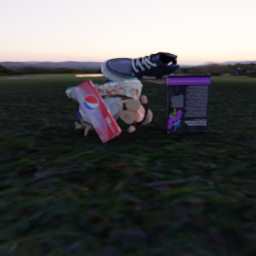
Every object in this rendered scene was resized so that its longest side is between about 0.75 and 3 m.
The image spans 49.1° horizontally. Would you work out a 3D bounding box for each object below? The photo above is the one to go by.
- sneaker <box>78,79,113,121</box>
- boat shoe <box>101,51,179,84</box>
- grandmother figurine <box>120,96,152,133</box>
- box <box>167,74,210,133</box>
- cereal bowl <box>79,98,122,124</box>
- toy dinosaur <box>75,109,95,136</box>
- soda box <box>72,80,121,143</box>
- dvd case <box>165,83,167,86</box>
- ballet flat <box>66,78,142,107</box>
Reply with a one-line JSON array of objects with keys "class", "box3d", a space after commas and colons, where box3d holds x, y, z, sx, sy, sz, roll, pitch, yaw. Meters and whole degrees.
[{"class": "sneaker", "box3d": [-1.135, -1.189, 10.950, 0.950, 2.522, 0.989, 46, 13, 9]}, {"class": "boat shoe", "box3d": [0.499, -2.278, 9.976, 2.746, 1.025, 1.273, -1, -19, -21]}, {"class": "grandmother figurine", "box3d": [0.389, -0.444, 10.058, 0.697, 1.396, 2.301, 37, 11, 15]}, {"class": "box", "box3d": [2.128, -0.865, 10.031, 1.473, 2.060, 0.372, 0, 10, 2]}, {"class": "cereal bowl", "box3d": [-0.927, -0.601, 9.900, 1.519, 0.633, 1.519, -4, 43, 4]}, {"class": "toy dinosaur", "box3d": [-1.376, -0.152, 10.333, 1.015, 0.643, 1.497, 19, 18, -23]}, {"class": "soda box", "box3d": [-0.973, -0.511, 8.770, 0.665, 1.900, 0.603, -31, 4, 2]}, {"class": "dvd case", "box3d": [2.115, -1.724, 11.968, 2.311, 0.254, 1.687, 47, 2, 22]}, {"class": "ballet flat", "box3d": [-0.822, -1.090, 9.439, 2.640, 0.844, 0.998, -7, -4, 9]}]
